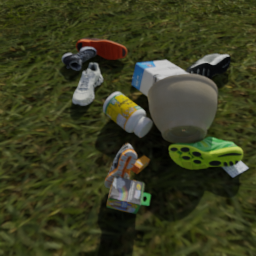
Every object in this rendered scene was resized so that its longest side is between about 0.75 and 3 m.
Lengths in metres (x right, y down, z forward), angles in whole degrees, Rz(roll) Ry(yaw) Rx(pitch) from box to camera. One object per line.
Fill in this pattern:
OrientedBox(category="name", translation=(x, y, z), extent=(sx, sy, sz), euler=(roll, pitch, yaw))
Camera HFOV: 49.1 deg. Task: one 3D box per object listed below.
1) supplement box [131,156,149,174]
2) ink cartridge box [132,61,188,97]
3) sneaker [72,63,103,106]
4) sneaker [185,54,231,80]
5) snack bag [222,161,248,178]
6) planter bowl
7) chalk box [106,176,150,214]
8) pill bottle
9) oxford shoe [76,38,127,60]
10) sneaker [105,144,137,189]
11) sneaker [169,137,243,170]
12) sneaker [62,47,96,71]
OrientedBox(category="supplement box", translation=(0.431, 1.265, 9.688), extent=(0.295, 0.285, 0.857), euler=(31, 28, 16))
OrientedBox(category="ink cartridge box", translation=(1.776, -1.867, 12.218), extent=(1.976, 1.159, 2.699), euler=(-15, 44, -36))
OrientedBox(category="sneaker", translation=(-1.903, -2.015, 12.807), extent=(0.965, 1.041, 2.568), euler=(10, 46, 8))
OrientedBox(category="sneaker", translation=(3.830, -3.008, 13.947), extent=(2.846, 1.052, 1.129), euler=(-23, 39, -30))
OrientedBox(category="snack bag", translation=(3.758, 1.346, 9.988), extent=(0.816, 0.087, 0.769), euler=(-21, 47, -20))
OrientedBox(category="planter bowl", translation=(2.030, -0.493, 10.342), extent=(2.626, 2.626, 1.767), euler=(1, 63, 1))
OrientedBox(category="chalk box", translation=(0.041, 2.052, 8.414), extent=(1.214, 0.751, 0.755), euler=(15, 52, -2))
OrientedBox(category="pill bottle", translation=(0.006, -0.490, 11.104), extent=(1.902, 1.073, 1.073), euler=(40, 56, 23))
OrientedBox(category="oxford shoe", translation=(-1.354, -4.505, 15.410), extent=(2.930, 1.043, 1.063), euler=(15, 41, 15))
OrientedBox(category="sneaker", translation=(-0.235, 1.260, 8.915), extent=(0.676, 1.728, 0.667), euler=(21, 27, -21))
OrientedBox(category="sneaker", translation=(2.710, 0.887, 10.040), extent=(2.538, 0.940, 1.060), euler=(2, 24, 3))
OrientedBox(category="sneaker", translation=(-2.443, -3.547, 14.643), extent=(1.889, 0.713, 1.075), euler=(-21, 48, -12))
